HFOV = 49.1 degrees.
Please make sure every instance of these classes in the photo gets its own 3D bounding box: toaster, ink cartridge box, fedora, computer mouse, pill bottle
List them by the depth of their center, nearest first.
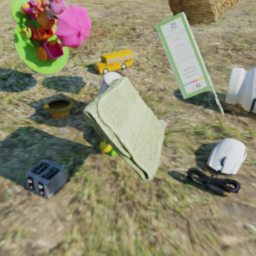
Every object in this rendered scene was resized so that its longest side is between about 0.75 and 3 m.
[{"bbox_3d":[-2.060,1.285,7.173,0.792,0.519,0.875,20,38,25],"label":"toaster"},{"bbox_3d":[1.578,-1.472,7.221,0.768,2.591,1.345,-23,4,16],"label":"ink cartridge box"},{"bbox_3d":[2.660,0.874,7.777,1.317,0.527,2.403,18,38,27],"label":"computer mouse"},{"bbox_3d":[-0.530,-1.005,7.828,0.574,1.012,0.574,13,50,-15],"label":"pill bottle"},{"bbox_3d":[5.049,-1.264,9.964,2.823,1.634,1.634,14,36,20],"label":"pill bottle"},{"bbox_3d":[-2.491,-0.676,10.160,1.120,0.457,1.120,-4,32,2],"label":"fedora"}]

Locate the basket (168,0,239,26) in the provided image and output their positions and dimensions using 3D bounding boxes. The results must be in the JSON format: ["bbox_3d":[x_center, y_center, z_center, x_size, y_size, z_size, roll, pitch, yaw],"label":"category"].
[{"bbox_3d":[2.086,-3.702,7.967,1.180,1.131,1.584,-45,32,-17],"label":"basket"}]

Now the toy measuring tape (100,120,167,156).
[{"bbox_3d":[0.234,0.032,8.697,2.655,0.977,0.977,-25,41,-32],"label":"toy measuring tape"}]

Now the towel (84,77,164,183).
[{"bbox_3d":[0.085,-0.104,5.695,0.444,1.805,2.433,-35,12,22],"label":"towel"}]

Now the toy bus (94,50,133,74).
[{"bbox_3d":[-0.696,-3.242,13.704,1.959,0.767,0.638,-21,39,-28],"label":"toy bus"}]

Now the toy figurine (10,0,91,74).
[{"bbox_3d":[-2.469,-3.567,9.515,2.675,2.907,2.182,-10,18,45],"label":"toy figurine"}]
